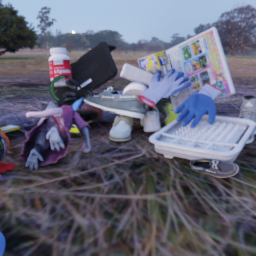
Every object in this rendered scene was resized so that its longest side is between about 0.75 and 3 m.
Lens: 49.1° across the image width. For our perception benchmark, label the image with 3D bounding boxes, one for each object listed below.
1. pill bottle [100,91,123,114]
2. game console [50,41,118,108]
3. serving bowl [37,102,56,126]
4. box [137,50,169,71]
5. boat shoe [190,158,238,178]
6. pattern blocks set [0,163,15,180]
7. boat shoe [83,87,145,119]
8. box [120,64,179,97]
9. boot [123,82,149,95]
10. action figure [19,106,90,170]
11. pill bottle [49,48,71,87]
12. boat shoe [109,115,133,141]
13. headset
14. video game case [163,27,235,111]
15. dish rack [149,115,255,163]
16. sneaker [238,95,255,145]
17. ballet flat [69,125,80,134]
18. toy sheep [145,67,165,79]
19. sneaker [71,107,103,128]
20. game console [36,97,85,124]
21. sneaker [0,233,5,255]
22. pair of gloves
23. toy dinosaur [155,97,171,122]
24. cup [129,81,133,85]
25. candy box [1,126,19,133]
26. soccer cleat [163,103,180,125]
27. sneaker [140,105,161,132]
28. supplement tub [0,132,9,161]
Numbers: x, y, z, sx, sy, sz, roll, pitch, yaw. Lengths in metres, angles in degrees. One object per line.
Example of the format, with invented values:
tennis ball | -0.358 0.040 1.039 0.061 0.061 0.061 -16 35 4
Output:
pill bottle | -0.387 -1.166 12.860 1.039 1.039 1.911 12 11 39
game console | -1.674 -2.236 12.078 2.907 2.556 1.692 -30 -27 16
serving bowl | -3.155 -0.362 11.015 0.425 1.293 1.293 28 8 -14
box | 0.866 -2.333 9.904 0.461 0.503 1.435 -23 13 -17
boat shoe | 2.068 0.956 6.858 1.159 0.421 0.363 2 -19 35
pattern blocks set | -3.935 1.156 6.773 1.865 0.151 1.639 1 13 3
boat shoe | -0.522 -1.061 10.698 2.916 0.901 1.062 18 7 38
box | 0.841 -1.734 10.415 2.272 0.471 0.440 19 -1 -14
boot | 0.405 -1.554 11.251 1.025 1.273 2.818 13 -13 1
action figure | -2.171 -0.072 8.204 1.871 2.080 2.794 -4 27 9
pill bottle | -2.647 -2.330 10.888 0.803 1.430 0.803 -5 6 0
boat shoe | -0.242 -0.089 10.451 0.823 0.753 2.201 2 15 3
headset | -2.085 -1.377 10.248 1.673 1.033 0.786 13 -1 3
video game case | 2.533 -2.107 10.638 2.364 2.597 0.308 -20 -14 33
dish rack | 2.312 0.331 8.487 2.526 0.641 2.943 8 24 33
sneaker | 4.139 -0.380 10.038 0.981 1.510 2.615 9 18 33
ballet flat | -2.301 0.029 10.879 0.979 0.328 0.327 2 14 10
toy sheep | 1.421 -2.531 12.514 2.302 1.587 1.587 -39 10 11
sneaker | -2.000 -0.409 11.693 2.141 0.757 1.046 -8 15 -23
game console | -3.009 -1.260 13.241 2.406 1.668 2.819 -3 14 -12
sneaker | -2.943 1.483 3.928 2.657 0.932 1.035 -1 22 1
pair of gloves | 1.826 -1.046 9.451 2.739 0.312 2.202 34 58 22
toy dinosaur | 1.513 -1.058 11.797 1.150 0.619 2.609 -39 30 4
cup | 0.451 -1.914 14.186 0.614 0.859 0.859 27 26 30
candy box | -4.885 0.082 11.048 0.520 0.134 1.017 10 18 32
soccer cleat | 2.204 -0.653 12.615 1.073 0.829 2.565 11 17 13
sneaker | 0.940 -0.513 11.448 0.820 1.045 2.104 -4 12 -4
supplement tub | -3.637 0.583 6.864 0.934 0.934 1.525 2 12 7
